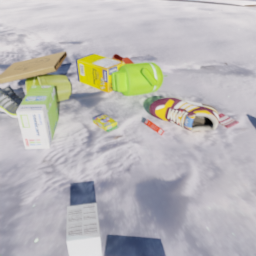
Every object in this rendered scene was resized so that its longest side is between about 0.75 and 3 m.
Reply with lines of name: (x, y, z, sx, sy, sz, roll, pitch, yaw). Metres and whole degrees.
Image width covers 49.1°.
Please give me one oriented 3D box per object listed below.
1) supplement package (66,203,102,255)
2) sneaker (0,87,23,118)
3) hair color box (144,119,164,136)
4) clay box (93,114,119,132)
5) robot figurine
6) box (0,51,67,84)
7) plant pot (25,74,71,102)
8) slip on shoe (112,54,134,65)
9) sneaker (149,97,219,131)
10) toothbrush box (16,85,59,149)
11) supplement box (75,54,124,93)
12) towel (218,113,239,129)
supplement package: (-1.058, 2.464, 6.688, 0.749, 0.755, 0.994, -5, 33, -8)
sneaker: (-5.046, -1.174, 12.036, 2.603, 1.054, 0.962, 15, 36, 22)
hair color box: (1.011, -0.023, 10.847, 0.237, 0.393, 0.773, -54, 46, 2)
clay box: (-0.893, -0.193, 11.258, 0.591, 0.245, 1.028, -25, 38, -34)
robot figurine: (0.533, -2.327, 13.363, 2.578, 1.491, 2.262, -11, 15, -20)
box: (-3.994, -2.571, 11.787, 2.547, 0.271, 2.082, -11, 31, 9)
plant pot: (-3.522, -1.765, 12.626, 1.584, 1.723, 1.723, -13, 34, -38)
slip on shoe: (-0.095, -3.665, 16.181, 0.914, 0.755, 2.469, -25, 42, -36)
sneaker: (2.145, -0.516, 11.018, 2.784, 1.043, 1.254, 7, 26, 12)
toothbrush box: (-3.281, -0.456, 10.456, 0.930, 1.573, 2.161, -2, 33, -4)
supplement box: (-1.429, -2.853, 14.433, 2.329, 1.276, 1.268, 25, 41, 34)
towel: (3.964, -0.341, 11.626, 0.734, 0.116, 1.019, -20, 38, -29)
